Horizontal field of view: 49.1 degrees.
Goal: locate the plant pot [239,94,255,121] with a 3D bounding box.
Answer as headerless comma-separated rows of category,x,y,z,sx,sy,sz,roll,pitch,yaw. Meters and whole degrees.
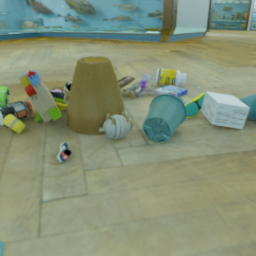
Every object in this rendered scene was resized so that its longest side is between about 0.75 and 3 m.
plant pot,5.291,-0.860,11.864,1.136,1.209,1.209,4,21,46

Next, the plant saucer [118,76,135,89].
plant saucer,-0.490,-2.277,14.721,1.826,0.334,1.826,-28,15,8

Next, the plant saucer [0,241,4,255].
plant saucer,-2.686,2.613,5.659,0.282,0.077,0.807,-9,28,-17

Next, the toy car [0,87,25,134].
toy car,-5.041,-0.751,10.845,2.133,2.007,0.476,0,-18,-2

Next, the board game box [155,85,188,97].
board game box,2.309,-1.930,15.020,1.260,0.275,1.266,21,32,39

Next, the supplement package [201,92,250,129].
supplement package,3.914,-0.756,11.484,1.286,0.915,1.651,8,23,-5

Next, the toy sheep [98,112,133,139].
toy sheep,-0.440,-0.050,10.257,1.427,0.984,0.984,-7,26,-28

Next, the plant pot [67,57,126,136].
plant pot,-1.278,-1.408,11.178,2.470,2.650,2.470,1,25,0

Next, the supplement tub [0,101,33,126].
supplement tub,-4.746,-0.655,11.693,0.818,0.818,1.336,23,33,40

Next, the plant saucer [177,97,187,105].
plant saucer,2.085,-1.166,13.227,1.429,0.257,1.429,-6,30,3

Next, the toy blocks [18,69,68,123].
toy blocks,-3.710,-1.496,11.580,1.442,1.972,2.885,-31,25,-8

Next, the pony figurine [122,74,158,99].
pony figurine,0.675,-2.148,14.711,1.460,1.260,1.513,12,43,38

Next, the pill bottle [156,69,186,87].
pill bottle,2.487,-2.895,16.232,1.675,0.938,0.938,8,26,8

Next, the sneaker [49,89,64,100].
sneaker,-3.414,-1.684,14.177,0.649,0.555,1.582,-24,35,-35

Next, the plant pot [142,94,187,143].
plant pot,1.267,-0.284,10.359,1.483,1.483,1.452,10,35,21

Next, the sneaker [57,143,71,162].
sneaker,-2.021,0.758,9.163,0.383,0.339,0.906,-25,31,14

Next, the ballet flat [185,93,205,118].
ballet flat,2.963,-0.969,12.574,1.962,0.656,0.658,-33,9,-29

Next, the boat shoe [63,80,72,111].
boat shoe,-2.590,-1.886,13.872,1.073,0.982,2.872,-4,30,-4
